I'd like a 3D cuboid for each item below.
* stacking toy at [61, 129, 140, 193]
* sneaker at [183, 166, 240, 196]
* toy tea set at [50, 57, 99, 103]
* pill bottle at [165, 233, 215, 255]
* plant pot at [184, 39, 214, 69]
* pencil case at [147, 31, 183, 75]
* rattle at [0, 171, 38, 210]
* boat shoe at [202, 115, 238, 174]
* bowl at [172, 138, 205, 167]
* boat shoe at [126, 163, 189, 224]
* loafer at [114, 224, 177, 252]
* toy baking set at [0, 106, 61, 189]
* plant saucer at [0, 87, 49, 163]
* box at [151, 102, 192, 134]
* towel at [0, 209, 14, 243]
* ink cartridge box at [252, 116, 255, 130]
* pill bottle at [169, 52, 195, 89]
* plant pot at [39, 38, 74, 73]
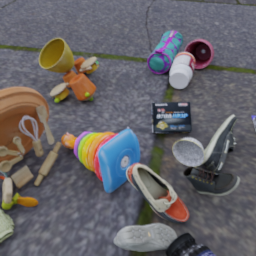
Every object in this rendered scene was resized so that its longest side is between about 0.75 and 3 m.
[{"bbox_3d":[-0.977,0.603,7.636,2.405,1.396,1.320,15,36,37],"label":"stacking toy"},{"bbox_3d":[1.896,1.210,6.587,0.705,1.328,0.497,41,57,-15],"label":"sneaker"},{"bbox_3d":[-1.715,-1.770,10.629,1.604,0.998,2.697,-14,36,31],"label":"toy tea set"},{"bbox_3d":[1.407,2.760,5.205,0.845,0.845,1.511,-22,44,-23],"label":"pill bottle"},{"bbox_3d":[3.108,-3.185,11.921,1.195,1.195,1.069,21,30,22],"label":"plant pot"},{"bbox_3d":[1.608,-3.283,11.965,1.026,1.115,2.412,13,44,15],"label":"pencil case"},{"bbox_3d":[-2.774,1.474,6.978,0.815,0.743,1.140,-13,23,-20],"label":"rattle"},{"bbox_3d":[2.695,0.423,7.940,0.657,0.698,1.943,33,61,10],"label":"boat shoe"},{"bbox_3d":[1.639,0.556,7.333,0.861,0.861,0.404,20,42,22],"label":"bowl"},{"bbox_3d":[0.723,1.487,6.292,1.832,0.573,0.652,45,67,-4],"label":"boat shoe"},{"bbox_3d":[0.390,2.274,5.787,1.493,0.521,0.522,18,48,-32],"label":"loafer"},{"bbox_3d":[-2.332,0.524,6.991,0.233,1.535,2.000,15,66,37],"label":"toy baking set"},{"bbox_3d":[-3.014,0.139,7.004,0.408,2.528,2.528,40,54,20],"label":"plant saucer"},{"bbox_3d":[1.343,-0.312,8.728,1.210,0.278,0.962,-1,82,-3],"label":"box"},{"bbox_3d":[-3.922,2.097,6.286,2.490,0.454,1.848,30,48,30],"label":"towel"},{"bbox_3d":[4.613,-0.077,8.954,1.095,0.240,1.105,5,40,7],"label":"ink cartridge box"},{"bbox_3d":[2.101,-2.236,10.945,0.869,0.869,1.587,11,42,12],"label":"pill bottle"},{"bbox_3d":[-2.547,-2.549,10.458,1.262,0.896,1.262,-12,64,26],"label":"plant pot"}]
